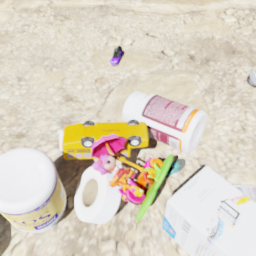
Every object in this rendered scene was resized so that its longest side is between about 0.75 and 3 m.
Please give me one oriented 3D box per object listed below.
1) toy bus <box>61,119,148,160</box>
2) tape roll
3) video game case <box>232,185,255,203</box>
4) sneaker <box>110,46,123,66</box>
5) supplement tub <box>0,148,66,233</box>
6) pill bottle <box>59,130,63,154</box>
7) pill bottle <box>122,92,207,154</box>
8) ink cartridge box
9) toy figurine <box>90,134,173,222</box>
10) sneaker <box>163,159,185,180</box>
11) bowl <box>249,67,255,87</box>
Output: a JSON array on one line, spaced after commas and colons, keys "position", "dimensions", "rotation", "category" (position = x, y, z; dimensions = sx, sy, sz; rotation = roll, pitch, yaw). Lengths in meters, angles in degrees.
[{"position": [-0.677, 0.378, 8.322], "dimensions": [2.477, 0.970, 0.806], "rotation": [-1, 44, -3], "category": "toy bus"}, {"position": [-0.837, 1.797, 7.569], "dimensions": [0.524, 1.499, 1.499], "rotation": [23, 36, -35], "category": "tape roll"}, {"position": [4.081, 2.293, 8.254], "dimensions": [1.771, 0.160, 1.268], "rotation": [3, 47, 3], "category": "video game case"}, {"position": [-0.575, -3.471, 13.304], "dimensions": [0.432, 0.618, 1.242], "rotation": [12, 47, 10], "category": "sneaker"}, {"position": [-2.491, 1.708, 7.205], "dimensions": [1.619, 2.227, 1.619], "rotation": [1, 55, -1], "category": "supplement tub"}, {"position": [-1.563, 0.436, 9.461], "dimensions": [1.449, 0.792, 0.792], "rotation": [-3, 46, -19], "category": "pill bottle"}, {"position": [1.201, -0.277, 9.671], "dimensions": [2.615, 1.493, 1.493], "rotation": [24, 51, 27], "category": "pill bottle"}, {"position": [2.232, 2.475, 7.074], "dimensions": [1.591, 1.619, 2.199], "rotation": [-33, 56, -28], "category": "ink cartridge box"}, {"position": [-0.143, 1.025, 7.007], "dimensions": [1.910, 1.558, 2.075], "rotation": [30, 39, 5], "category": "toy figurine"}, {"position": [1.413, 1.294, 8.881], "dimensions": [1.121, 0.511, 0.435], "rotation": [-29, 76, -20], "category": "sneaker"}, {"position": [5.517, -2.082, 11.998], "dimensions": [1.013, 0.476, 1.013], "rotation": [17, 57, -28], "category": "bowl"}]
